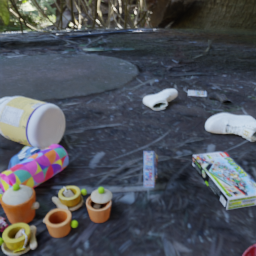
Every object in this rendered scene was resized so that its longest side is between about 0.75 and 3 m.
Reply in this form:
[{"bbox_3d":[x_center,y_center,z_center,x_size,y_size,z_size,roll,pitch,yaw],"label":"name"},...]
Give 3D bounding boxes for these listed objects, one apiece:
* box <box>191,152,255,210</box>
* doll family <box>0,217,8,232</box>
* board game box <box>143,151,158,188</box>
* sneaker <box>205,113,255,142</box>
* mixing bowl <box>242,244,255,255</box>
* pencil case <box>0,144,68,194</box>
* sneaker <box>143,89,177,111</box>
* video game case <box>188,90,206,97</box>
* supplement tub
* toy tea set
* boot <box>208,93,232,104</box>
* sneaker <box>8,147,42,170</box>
[{"bbox_3d":[3.075,1.556,8.827,1.291,0.407,2.346,-6,26,-12],"label":"box"},{"bbox_3d":[-3.558,2.439,6.966,0.639,0.464,1.030,18,31,32],"label":"doll family"},{"bbox_3d":[0.685,1.300,8.559,0.324,1.051,1.052,0,-13,13],"label":"board game box"},{"bbox_3d":[4.491,-0.006,11.513,2.335,0.860,1.350,-4,23,-11],"label":"sneaker"},{"bbox_3d":[2.874,3.125,4.894,1.957,1.060,1.957,1,26,0],"label":"mixing bowl"},{"bbox_3d":[-2.883,1.352,8.693,1.003,1.003,2.270,15,31,28],"label":"pencil case"},{"bbox_3d":[1.911,-1.405,14.619,1.986,0.732,1.148,-19,32,-16],"label":"sneaker"},{"bbox_3d":[4.059,-2.023,16.485,1.040,0.094,0.745,6,26,12],"label":"video game case"},{"bbox_3d":[-3.908,-0.245,10.913,2.453,1.784,1.784,14,29,27],"label":"supplement tub"},{"bbox_3d":[-1.903,1.948,7.242,2.960,1.096,1.760,-12,29,-23],"label":"toy tea set"},{"bbox_3d":[5.013,-1.589,15.276,1.103,0.382,0.961,2,26,-1],"label":"boot"},{"bbox_3d":[-3.386,1.170,9.358,0.739,0.664,1.796,5,27,5],"label":"sneaker"}]
